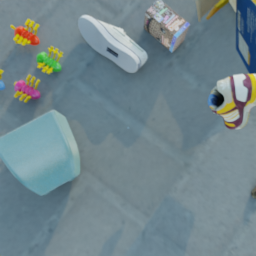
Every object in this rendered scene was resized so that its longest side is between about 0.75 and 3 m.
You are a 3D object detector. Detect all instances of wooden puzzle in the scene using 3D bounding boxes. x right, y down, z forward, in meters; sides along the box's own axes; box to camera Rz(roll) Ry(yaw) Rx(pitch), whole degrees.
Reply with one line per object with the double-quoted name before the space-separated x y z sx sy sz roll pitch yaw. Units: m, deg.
"wooden puzzle" 2.070 -3.263 6.758 1.312 1.945 0.227 -44 76 3

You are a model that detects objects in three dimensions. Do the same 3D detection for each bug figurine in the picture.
"bug figurine" -3.444 -2.001 9.080 2.143 0.711 2.764 33 78 -1

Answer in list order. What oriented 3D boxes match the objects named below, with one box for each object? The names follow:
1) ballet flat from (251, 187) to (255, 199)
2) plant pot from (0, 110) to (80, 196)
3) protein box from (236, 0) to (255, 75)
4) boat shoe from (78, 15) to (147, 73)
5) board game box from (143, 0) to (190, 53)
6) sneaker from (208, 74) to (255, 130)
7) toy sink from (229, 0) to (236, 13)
"ballet flat" 4.268 1.637 8.659 0.443 0.305 1.314 38 82 6
"plant pot" -2.341 0.829 8.085 1.851 1.846 1.885 -29 87 -5
"protein box" 3.485 -2.388 6.700 1.309 1.927 1.941 -10 42 11
"boat shoe" -0.469 -2.887 9.233 2.587 0.917 0.903 38 55 9
"board game box" 1.216 -3.294 9.112 1.324 1.056 0.641 43 84 7
"sneaker" 2.292 -0.563 6.445 0.986 2.189 0.820 -2 67 6
"toy sink" 4.328 -4.805 9.146 1.727 1.484 2.649 -25 81 -4
